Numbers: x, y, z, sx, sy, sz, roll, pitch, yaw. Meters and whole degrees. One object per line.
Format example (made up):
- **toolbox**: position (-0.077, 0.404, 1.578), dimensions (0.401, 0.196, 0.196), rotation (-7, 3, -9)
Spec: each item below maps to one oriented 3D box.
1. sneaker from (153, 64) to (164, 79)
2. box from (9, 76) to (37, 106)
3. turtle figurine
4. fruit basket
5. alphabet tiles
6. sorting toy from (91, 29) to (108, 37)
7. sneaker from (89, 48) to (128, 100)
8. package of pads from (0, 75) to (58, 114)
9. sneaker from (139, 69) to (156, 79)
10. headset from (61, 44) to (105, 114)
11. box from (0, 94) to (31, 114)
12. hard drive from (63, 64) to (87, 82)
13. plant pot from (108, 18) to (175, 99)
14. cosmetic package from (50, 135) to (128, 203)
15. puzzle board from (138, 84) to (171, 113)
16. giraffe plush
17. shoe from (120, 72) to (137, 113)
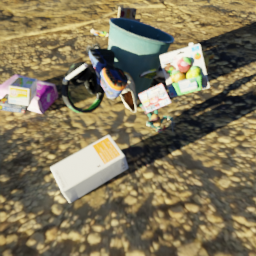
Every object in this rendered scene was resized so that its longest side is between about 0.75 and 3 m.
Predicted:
- **sneaker**: position (1.282, -2.618, 13.327), dimensions (1.040, 0.638, 1.598), rotation (-23, 22, 21)
- **box**: position (-3.434, -1.222, 9.183), dimensions (0.645, 0.581, 1.147), rotation (7, 25, -9)
- **turtle figurine**: position (1.084, -0.333, 10.950), dimensions (1.125, 0.757, 1.503), rotation (-24, 89, -26)
- **fruit basket**: position (2.072, -2.064, 10.306), dimensions (1.509, 1.629, 0.764), rotation (-13, 15, 14)
- **alphabet tiles**: position (-0.185, -4.113, 13.240), dimensions (0.093, 2.936, 2.443), rotation (22, 29, 26)
- **sorting toy**: position (-1.177, -3.950, 11.701), dimensions (0.704, 0.140, 0.952), rotation (11, 8, -17)
- **sneaker**: position (-0.890, -2.057, 10.361), dimensions (0.982, 1.023, 2.608), rotation (-3, 49, -26)
- **package of pads**: position (-4.427, -1.519, 12.324), dimensions (2.288, 0.866, 1.379), rotation (17, 49, 17)
- **sneaker**: position (0.808, -2.075, 11.050), dimensions (0.801, 0.339, 0.298), rotation (-24, 12, -20)
- **headset**: position (-1.779, -2.072, 11.609), dimensions (1.396, 1.834, 2.970), rotation (11, 81, 49)
- **box**: position (-3.880, -0.848, 9.606), dimensions (0.892, 0.260, 1.304), rotation (9, 18, -12)
- **hard drive**: position (-1.788, -1.874, 9.521), dimensions (0.869, 0.114, 0.573), rotation (-33, 17, 10)
- **plant pot**: position (0.205, -2.924, 12.077), dimensions (2.778, 2.721, 2.778), rotation (14, 31, -9)
- **cosmetic package**: position (-1.246, 1.305, 9.159), dimensions (2.214, 0.789, 1.123), rotation (-30, 51, -14)
- **puzzle board**: position (0.960, -1.071, 10.314), dimensions (1.019, 0.768, 0.089), rotation (-23, 12, 26)
- **giraffe plush**: position (2.759, -2.557, 11.443), dimensions (1.504, 1.743, 1.413), rotation (24, 27, 29)
- **shoe**: position (0.008, -1.428, 11.436), dimensions (0.674, 1.927, 0.514), rotation (-14, 43, 8)
